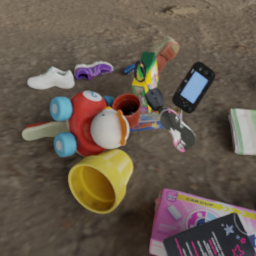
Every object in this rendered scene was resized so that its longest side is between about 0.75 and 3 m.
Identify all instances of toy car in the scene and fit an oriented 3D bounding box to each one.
[{"bbox_3d":[-0.781,-0.172,8.661,2.247,2.156,2.438,-7,1,-43],"label":"toy car"}]

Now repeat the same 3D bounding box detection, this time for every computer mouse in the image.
[{"bbox_3d":[0.619,-1.117,7.920,0.524,1.787,0.304,-36,41,-3],"label":"computer mouse"}]

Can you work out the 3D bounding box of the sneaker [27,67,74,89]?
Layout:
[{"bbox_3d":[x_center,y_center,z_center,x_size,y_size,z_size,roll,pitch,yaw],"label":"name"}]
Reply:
[{"bbox_3d":[-3.569,-2.332,12.784,2.112,0.935,0.795,-2,44,-2],"label":"sneaker"}]

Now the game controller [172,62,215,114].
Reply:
[{"bbox_3d":[2.310,-1.419,9.899,1.810,0.944,0.381,-57,18,-5],"label":"game controller"}]

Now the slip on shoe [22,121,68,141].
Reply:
[{"bbox_3d":[-3.004,0.015,10.454,1.831,0.678,0.560,-10,39,-4],"label":"slip on shoe"}]

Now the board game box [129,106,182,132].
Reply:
[{"bbox_3d":[1.000,-0.360,10.329,1.913,0.330,1.295,-6,24,13],"label":"board game box"}]

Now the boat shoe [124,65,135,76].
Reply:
[{"bbox_3d":[0.076,-2.867,13.865,0.368,0.300,0.874,24,46,35],"label":"boat shoe"}]

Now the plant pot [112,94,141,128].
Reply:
[{"bbox_3d":[0.019,-0.504,9.342,0.928,0.903,0.928,-5,58,8],"label":"plant pot"}]

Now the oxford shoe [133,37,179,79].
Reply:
[{"bbox_3d":[1.022,-2.667,11.115,2.195,0.777,0.810,-40,49,16],"label":"oxford shoe"}]

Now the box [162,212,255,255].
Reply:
[{"bbox_3d":[1.831,3.192,5.330,1.519,1.750,2.648,-21,67,3],"label":"box"}]

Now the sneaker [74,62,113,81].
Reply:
[{"bbox_3d":[-1.639,-2.614,13.433,1.883,0.759,0.785,-8,57,4],"label":"sneaker"}]

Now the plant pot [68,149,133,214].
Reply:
[{"bbox_3d":[-0.658,1.409,8.297,1.636,1.636,1.539,20,32,21],"label":"plant pot"}]

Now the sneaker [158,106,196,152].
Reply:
[{"bbox_3d":[1.439,-0.048,8.361,0.689,1.715,0.740,-29,33,8],"label":"sneaker"}]

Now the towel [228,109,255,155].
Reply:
[{"bbox_3d":[5.176,0.246,10.286,2.775,0.426,2.070,6,53,2],"label":"towel"}]

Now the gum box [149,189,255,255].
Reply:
[{"bbox_3d":[1.891,2.701,7.257,2.694,0.891,1.529,12,45,13],"label":"gum box"}]

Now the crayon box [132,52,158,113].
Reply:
[{"bbox_3d":[0.635,-1.526,9.636,0.475,1.628,1.405,10,65,16],"label":"crayon box"}]
